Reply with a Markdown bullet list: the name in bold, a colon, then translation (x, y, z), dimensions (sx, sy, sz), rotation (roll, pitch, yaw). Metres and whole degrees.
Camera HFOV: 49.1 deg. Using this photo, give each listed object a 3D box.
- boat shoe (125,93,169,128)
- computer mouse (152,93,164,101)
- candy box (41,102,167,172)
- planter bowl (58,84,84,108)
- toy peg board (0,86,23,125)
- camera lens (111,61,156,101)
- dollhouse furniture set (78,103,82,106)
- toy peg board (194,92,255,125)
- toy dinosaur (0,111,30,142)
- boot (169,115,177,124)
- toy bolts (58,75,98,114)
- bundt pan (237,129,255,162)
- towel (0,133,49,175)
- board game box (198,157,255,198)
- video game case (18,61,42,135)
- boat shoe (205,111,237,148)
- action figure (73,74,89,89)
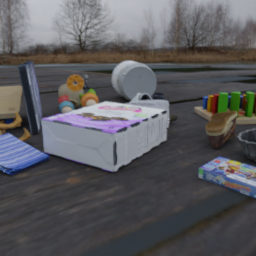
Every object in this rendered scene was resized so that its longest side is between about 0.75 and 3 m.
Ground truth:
- **boat shoe**: translation (0.524, -0.699, 9.727), dimensions (1.056, 1.005, 2.932), rotation (8, 7, -17)
- **computer mouse**: translation (1.391, -1.297, 13.570), dimensions (0.965, 0.367, 1.393), rotation (6, 29, 13)
- **candy box**: translation (-0.518, 0.062, 7.567), dimensions (2.264, 0.965, 2.699), rotation (10, 19, 31)
- **planter bowl**: translation (-2.555, -1.326, 12.446), dimensions (1.121, 0.755, 1.121), rotation (-2, -28, -1)
- **toy peg board**: translation (-4.921, -0.514, 9.966), dimensions (2.262, 1.106, 2.252), rotation (-6, 32, -14)
- **camera lens**: translation (0.256, -2.436, 14.562), dimensions (1.930, 1.930, 2.413), rotation (-4, 18, -15)
- **dollhouse furniture set**: translation (-2.393, -1.251, 13.294), dimensions (0.917, 0.354, 0.458), rotation (-15, 21, -41)
- **toy peg board**: translation (4.044, -0.937, 10.857), dimensions (2.237, 1.094, 2.228), rotation (-2, 16, -7)
- **toy dinosaur**: translation (-3.396, 0.341, 7.496), dimensions (1.465, 0.833, 2.759), rotation (-31, 40, -27)
- **boot**: translation (1.444, -0.237, 9.876), dimensions (0.827, 0.309, 0.401), rotation (-15, 21, -16)
- **toy bolts**: translation (-2.116, -1.136, 11.108), dimensions (1.581, 1.510, 1.096), rotation (-31, 33, 2)
- **bundt pan**: translation (3.471, 0.429, 6.734), dimensions (1.549, 0.581, 1.549), rotation (-9, 12, 2)
- **towel**: translation (-2.827, 0.555, 6.684), dimensions (1.587, 0.189, 1.149), rotation (24, 24, 25)
- **board game box**: translation (2.233, 0.979, 5.721), dimensions (0.888, 0.226, 1.312), rotation (-16, 22, -41)
- **video game case**: translation (-3.377, -1.205, 9.863), dimensions (0.284, 2.137, 2.992), rotation (-9, 18, -13)
- **boat shoe**: translation (2.777, 0.025, 8.207), dimensions (0.719, 0.718, 1.994), rotation (-5, 16, 30)
- **action figure**: translation (-3.279, -3.100, 18.668), dimensions (1.160, 0.996, 1.952), rotation (3, 11, -31)
